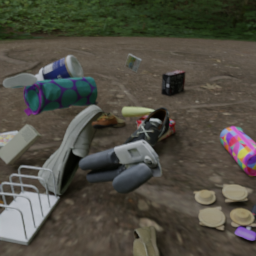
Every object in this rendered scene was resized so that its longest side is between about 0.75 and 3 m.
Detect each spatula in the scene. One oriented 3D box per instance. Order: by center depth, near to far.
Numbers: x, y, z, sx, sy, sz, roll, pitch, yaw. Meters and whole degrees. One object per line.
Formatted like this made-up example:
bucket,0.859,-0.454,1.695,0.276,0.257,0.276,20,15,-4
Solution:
spatula,3.121,2.355,7.097,0.444,0.161,1.570,17,28,31

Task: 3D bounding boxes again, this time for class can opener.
can opener,-0.417,0.939,6.218,1.000,0.798,2.992,-35,8,-36

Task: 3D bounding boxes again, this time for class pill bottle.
pill bottle,-3.343,-2.390,13.121,2.251,1.250,1.250,-20,19,16

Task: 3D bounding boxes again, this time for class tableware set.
tableware set,2.561,2.089,7.528,1.444,0.201,1.729,-4,27,9

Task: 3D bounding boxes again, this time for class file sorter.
file sorter,-2.697,1.869,7.111,1.164,1.045,1.678,5,25,12

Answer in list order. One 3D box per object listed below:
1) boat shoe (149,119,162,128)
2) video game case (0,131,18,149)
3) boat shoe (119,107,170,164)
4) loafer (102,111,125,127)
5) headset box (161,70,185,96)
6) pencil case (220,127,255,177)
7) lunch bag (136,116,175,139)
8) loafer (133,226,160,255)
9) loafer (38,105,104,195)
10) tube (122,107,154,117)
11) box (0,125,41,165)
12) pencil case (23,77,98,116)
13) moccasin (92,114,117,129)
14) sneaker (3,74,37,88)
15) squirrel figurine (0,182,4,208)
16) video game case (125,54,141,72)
boat shoe,0.953,-0.130,10.456,0.341,0.307,0.965,37,-9,-8
video game case,-4.986,0.493,11.285,1.108,0.139,1.217,-11,26,-22
boat shoe,0.590,0.263,10.134,1.076,1.013,2.996,26,45,24
loafer,-0.792,-0.416,12.673,1.414,0.477,0.538,14,25,-5
headset box,2.847,-2.788,17.252,0.657,1.265,1.700,23,33,40
pencil case,4.024,0.728,9.723,1.009,1.009,2.282,-2,22,-6
lunch bag,1.112,-0.039,11.971,1.331,0.619,1.512,-26,35,-36
loafer,0.368,2.685,5.908,0.532,0.600,1.578,-1,14,1
loafer,-1.511,0.650,8.357,0.996,2.855,0.998,27,-7,31
tube,0.503,-0.665,11.916,1.759,0.457,0.510,2,41,41
box,-3.662,0.563,9.454,1.384,0.569,0.473,-43,-5,-4
pencil case,-2.516,-1.256,10.867,2.901,1.341,1.235,-15,60,-49
moccasin,-0.655,-0.193,7.827,0.362,0.382,0.989,-16,-1,40
sneaker,-3.609,-1.597,9.535,1.182,0.437,0.484,-4,6,9
squirrel figurine,-4.140,1.583,7.508,1.312,1.225,0.929,-14,28,-28
video game case,0.247,-3.269,14.157,0.685,0.752,0.086,28,45,5
